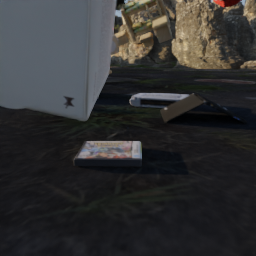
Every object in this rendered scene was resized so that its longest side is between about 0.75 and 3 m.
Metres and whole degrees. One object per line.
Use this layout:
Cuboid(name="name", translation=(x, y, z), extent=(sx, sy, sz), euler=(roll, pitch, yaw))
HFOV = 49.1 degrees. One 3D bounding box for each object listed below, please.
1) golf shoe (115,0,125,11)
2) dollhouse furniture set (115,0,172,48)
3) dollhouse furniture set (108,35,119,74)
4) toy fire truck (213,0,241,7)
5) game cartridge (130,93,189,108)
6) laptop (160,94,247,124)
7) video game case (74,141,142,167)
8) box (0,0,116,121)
Cuboid(name="golf shoe", translation=(-1.142, -3.149, 7.040), extent=(2.383, 1.050, 0.920), euler=(-37, -3, -28))
Cuboid(name="dollhouse furniture set", translation=(0.151, -3.405, 9.244), extent=(2.246, 1.249, 1.987), euler=(-18, 32, 16))
Cuboid(name="dollhouse furniture set", translation=(-0.856, -2.863, 7.655), extent=(1.640, 2.311, 1.831), euler=(-30, 35, -25))
Cuboid(name="toy fire truck", translation=(1.308, -2.996, 4.628), extent=(0.442, 1.811, 1.277), euler=(-26, 33, 8))
Cuboid(name="game cartridge", translation=(1.435, -1.156, 11.730), extent=(2.355, 0.489, 1.568), euler=(6, 11, 21))
Cuboid(name="laptop", translation=(2.424, -0.422, 9.490), extent=(2.270, 1.173, 2.012), euler=(25, 15, -4))
Cuboid(name="video game case", translation=(-0.362, 0.508, 5.792), extent=(1.281, 0.163, 1.158), euler=(1, 15, 2))
Cuboid(name="box", translation=(-1.544, -1.756, 4.075), extent=(2.542, 2.556, 1.670), euler=(12, 40, 2))
